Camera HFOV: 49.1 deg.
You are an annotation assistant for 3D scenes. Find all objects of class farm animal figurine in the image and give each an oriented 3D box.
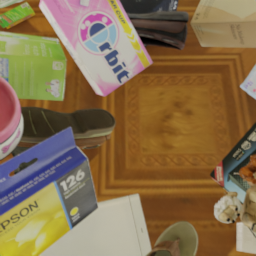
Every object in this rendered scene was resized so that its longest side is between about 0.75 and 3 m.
[{"bbox_3d":[1.656,0.795,3.370,1.046,0.545,1.034,25,98,-8],"label":"farm animal figurine"}]

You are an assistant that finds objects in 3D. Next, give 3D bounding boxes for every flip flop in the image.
[{"bbox_3d":[0.554,2.271,4.758,1.720,0.495,0.698,-30,68,-21],"label":"flip flop"}]

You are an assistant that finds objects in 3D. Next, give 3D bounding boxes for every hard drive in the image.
[{"bbox_3d":[-0.853,2.785,6.842,2.676,0.357,1.765,-12,70,-4],"label":"hard drive"}]

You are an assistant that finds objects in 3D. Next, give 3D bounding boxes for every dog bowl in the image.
[{"bbox_3d":[-2.237,-0.217,3.936,1.536,0.566,1.536,15,55,-22],"label":"dog bowl"}]

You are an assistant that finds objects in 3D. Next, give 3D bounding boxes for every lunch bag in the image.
[{"bbox_3d":[4.474,-1.440,7.939,1.717,1.287,2.025,40,81,16],"label":"lunch bag"}]

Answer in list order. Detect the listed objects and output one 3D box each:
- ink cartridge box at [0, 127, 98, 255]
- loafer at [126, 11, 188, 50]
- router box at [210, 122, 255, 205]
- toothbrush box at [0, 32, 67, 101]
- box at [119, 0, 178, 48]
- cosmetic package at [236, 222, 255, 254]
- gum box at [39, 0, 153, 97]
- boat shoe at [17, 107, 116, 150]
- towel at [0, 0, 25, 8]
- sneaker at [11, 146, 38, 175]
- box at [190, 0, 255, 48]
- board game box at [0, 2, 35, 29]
[{"bbox_3d":[-1.357,1.164,4.396,1.798,1.820,0.428,-33,47,-29],"label":"ink cartridge box"},{"bbox_3d":[0.060,-2.290,6.809,2.885,1.037,0.908,-5,104,-4],"label":"loafer"},{"bbox_3d":[2.542,0.559,4.433,1.996,0.620,1.496,-51,55,5],"label":"router box"},{"bbox_3d":[-2.455,-1.316,5.694,2.153,0.927,1.568,0,31,-20],"label":"toothbrush box"},{"bbox_3d":[-0.228,-3.781,8.656,2.573,1.536,2.616,42,76,14],"label":"box"},{"bbox_3d":[3.521,2.777,6.809,1.645,0.417,0.679,9,70,3],"label":"cosmetic package"},{"bbox_3d":[-0.554,-1.629,4.794,1.074,0.626,1.893,-37,111,-11],"label":"gum box"},{"bbox_3d":[-1.426,0.161,5.494,2.439,0.829,0.877,1,46,-29],"label":"boat shoe"},{"bbox_3d":[-1.824,-3.111,5.823,2.200,0.453,2.949,-11,29,21],"label":"towel"},{"bbox_3d":[-2.854,0.822,7.322,2.250,0.795,1.116,29,67,6],"label":"sneaker"},{"bbox_3d":[2.619,-2.453,6.505,2.019,0.959,0.785,15,74,40],"label":"box"},{"bbox_3d":[-3.764,-3.741,9.369,1.147,0.172,0.548,-32,72,-14],"label":"board game box"}]
